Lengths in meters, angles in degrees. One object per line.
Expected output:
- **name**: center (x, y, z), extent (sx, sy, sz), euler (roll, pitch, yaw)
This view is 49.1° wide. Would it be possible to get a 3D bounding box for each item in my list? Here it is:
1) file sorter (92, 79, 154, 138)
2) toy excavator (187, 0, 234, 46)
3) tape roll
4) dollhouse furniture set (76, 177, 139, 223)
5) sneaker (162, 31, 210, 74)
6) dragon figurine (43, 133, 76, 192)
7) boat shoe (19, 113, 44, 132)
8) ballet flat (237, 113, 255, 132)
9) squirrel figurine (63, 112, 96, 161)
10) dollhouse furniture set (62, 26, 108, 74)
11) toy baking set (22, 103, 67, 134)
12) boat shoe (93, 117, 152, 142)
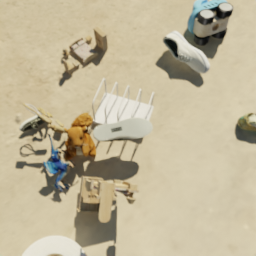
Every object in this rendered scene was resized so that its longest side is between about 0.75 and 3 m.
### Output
- **file sorter**: center (-0.169, -0.816, 10.838), extent (2.132, 1.327, 1.479), euler (17, 62, 7)
- **toy excavator**: center (3.770, -5.624, 13.124), extent (2.860, 1.469, 2.941), euler (-22, 59, -10)
- **tape roll**: center (-2.312, 4.465, 8.504), extent (2.185, 0.764, 2.185), euler (9, 61, -16)
- **dollhouse furniture set**: center (-0.643, 2.239, 8.721), extent (1.399, 2.699, 1.195), euler (9, 81, -18)
- **sneaker**: center (2.424, -3.137, 12.087), extent (0.854, 0.881, 2.412), euler (-35, 72, -29)
- **dragon figurine**: center (-2.590, 1.257, 9.944), extent (1.036, 0.613, 2.083), euler (-36, 94, 4)
- **boat shoe**: center (-3.715, -0.170, 11.040), extent (1.184, 0.418, 0.377), euler (-36, 63, -12)
- **ballet flat**: center (5.515, -0.130, 10.897), extent (2.324, 0.822, 0.822), euler (10, 66, 4)
- **squirrel figurine**: center (-1.850, 0.233, 10.253), extent (1.205, 1.589, 1.702), euler (-1, 65, 3)
- **dollhouse furniture set**: center (-2.089, -3.533, 12.310), extent (2.179, 0.964, 1.129), euler (-40, 72, -16)
- **toy baking set**: center (-3.059, -0.332, 10.322), extent (1.522, 1.983, 0.231), euler (38, 93, 15)
- **boat shoe**: center (-0.197, 0.092, 9.956), extent (2.096, 0.667, 0.741), euler (-6, 80, -4)
